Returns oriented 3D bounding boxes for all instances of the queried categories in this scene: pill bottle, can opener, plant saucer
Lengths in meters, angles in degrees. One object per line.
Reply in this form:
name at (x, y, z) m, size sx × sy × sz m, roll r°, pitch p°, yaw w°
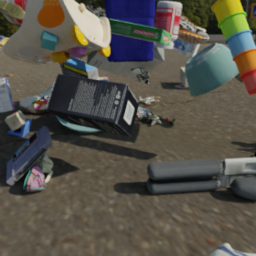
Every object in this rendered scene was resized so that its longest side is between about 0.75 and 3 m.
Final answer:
pill bottle at (1.363, -3.598, 9.892) m, size 0.853 × 1.520 × 0.853 m, roll 6°, pitch 18°, yaw -2°
can opener at (1.920, 1.136, 6.406) m, size 2.970 × 0.782 × 0.987 m, roll -1°, pitch 22°, yaw -1°
pill bottle at (-2.520, -3.423, 8.006) m, size 1.929 × 1.083 × 1.083 m, roll 14°, pitch 24°, yaw 16°
plant saucer at (-1.477, -0.614, 10.573) m, size 2.470 × 0.339 × 2.470 m, roll 3°, pitch 43°, yaw -3°

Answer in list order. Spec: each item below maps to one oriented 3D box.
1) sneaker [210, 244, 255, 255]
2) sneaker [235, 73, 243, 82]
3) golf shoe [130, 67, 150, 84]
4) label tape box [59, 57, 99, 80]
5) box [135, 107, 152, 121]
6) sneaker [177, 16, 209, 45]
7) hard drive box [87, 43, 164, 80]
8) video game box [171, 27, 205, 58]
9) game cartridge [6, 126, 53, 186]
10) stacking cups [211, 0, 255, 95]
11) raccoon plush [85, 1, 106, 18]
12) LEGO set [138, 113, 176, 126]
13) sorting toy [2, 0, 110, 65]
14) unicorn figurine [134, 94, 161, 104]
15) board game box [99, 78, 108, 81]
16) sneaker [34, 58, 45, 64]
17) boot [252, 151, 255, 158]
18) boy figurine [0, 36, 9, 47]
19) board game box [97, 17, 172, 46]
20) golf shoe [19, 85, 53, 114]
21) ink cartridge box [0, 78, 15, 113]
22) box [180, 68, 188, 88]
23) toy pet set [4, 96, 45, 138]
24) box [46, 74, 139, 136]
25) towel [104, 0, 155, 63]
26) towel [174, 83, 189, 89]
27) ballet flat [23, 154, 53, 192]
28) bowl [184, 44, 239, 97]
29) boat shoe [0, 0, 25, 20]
sneaker at (2.022, 2.156, 3.917) m, size 1.827 × 0.688 × 0.805 m, roll 15°, pitch 26°, yaw 33°
sneaker at (3.732, -2.227, 9.877) m, size 0.761 × 0.660 × 1.717 m, roll 19°, pitch 36°, yaw -21°
golf shoe at (0.547, -2.184, 11.747) m, size 1.111 × 0.525 × 0.432 m, roll 14°, pitch -18°, yaw -42°
label tape box at (-1.595, -1.785, 9.343) m, size 1.218 × 1.700 × 0.562 m, roll 24°, pitch 53°, yaw 24°
box at (0.291, -0.642, 11.739) m, size 0.818 × 0.238 × 1.195 m, roll -18°, pitch 28°, yaw -39°
sneaker at (2.151, -3.848, 10.789) m, size 2.060 × 0.795 × 0.806 m, roll 22°, pitch -5°, yaw 6°
hard drive box at (-0.134, -3.191, 11.976) m, size 2.671 × 1.026 × 2.082 m, roll 12°, pitch -22°, yaw -29°
video game box at (2.593, -3.871, 12.328) m, size 1.181 × 1.297 × 0.304 m, roll 31°, pitch 31°, yaw 22°
game cartridge at (-2.520, 0.658, 7.056) m, size 1.450 × 0.278 × 0.940 m, roll -45°, pitch 37°, yaw 3°
stacking cups at (2.922, -2.098, 7.233) m, size 0.768 × 2.537 × 0.768 m, roll -17°, pitch -6°, yaw -2°
raccoon plush at (-1.924, -3.266, 10.045) m, size 1.949 × 1.407 × 2.909 m, roll -17°, pitch -14°, yaw -27°
LEGO set at (1.145, -0.404, 10.899) m, size 1.438 × 0.407 × 0.934 m, roll -2°, pitch 21°, yaw -6°
sorting toy at (-1.347, -1.594, 5.181) m, size 1.627 × 0.965 × 1.807 m, roll -17°, pitch -4°, yaw 22°
unicorn figurine at (0.939, -1.351, 13.447) m, size 1.148 × 0.424 × 0.789 m, roll 4°, pitch 6°, yaw -33°
board game box at (-1.469, -1.802, 13.685) m, size 1.016 × 0.998 × 1.937 m, roll -2°, pitch 21°, yaw -4°
sneaker at (-2.992, -3.579, 10.769) m, size 0.973 × 1.137 × 2.744 m, roll -14°, pitch 58°, yaw 22°
boot at (3.726, 0.782, 7.954) m, size 0.326 × 0.335 × 0.887 m, roll 14°, pitch 24°, yaw 36°
boy figurine at (-4.528, -3.236, 10.571) m, size 1.435 × 0.462 × 0.892 m, roll 19°, pitch 31°, yaw 8°
board game box at (-0.061, -2.454, 7.023) m, size 2.141 × 0.312 × 1.441 m, roll 16°, pitch 17°, yaw 13°
golf shoe at (-3.320, -1.382, 12.245) m, size 2.785 × 1.282 × 1.011 m, roll -10°, pitch 24°, yaw -21°
ink cartridge box at (-2.879, -0.748, 6.094) m, size 0.582 × 0.853 × 0.325 m, roll -13°, pitch 8°, yaw -13°
box at (3.568, -3.028, 16.653) m, size 0.728 × 0.889 × 1.873 m, roll -2°, pitch 22°, yaw 2°
toy pet set at (-3.634, -0.310, 10.051) m, size 1.511 × 0.802 × 1.411 m, roll -25°, pitch 18°, yaw 14°
box at (-0.785, -0.514, 6.655) m, size 1.765 × 0.921 × 1.306 m, roll 12°, pitch -10°, yaw 16°
towel at (0.066, -3.260, 9.168) m, size 1.605 × 2.173 × 0.538 m, roll 1°, pitch 15°, yaw 6°
towel at (3.476, -2.568, 16.857) m, size 0.904 × 0.143 × 1.255 m, roll 14°, pitch 25°, yaw 34°
ballet flat at (-2.234, 1.037, 7.105) m, size 0.619 × 0.602 × 1.741 m, roll 13°, pitch 22°, yaw -19°
bowl at (2.527, -1.920, 8.778) m, size 1.884 × 0.986 × 1.884 m, roll -35°, pitch 12°, yaw 9°
boat shoe at (-3.109, -3.130, 7.547) m, size 0.917 × 0.343 × 0.314 m, roll 30°, pitch -9°, yaw 10°
